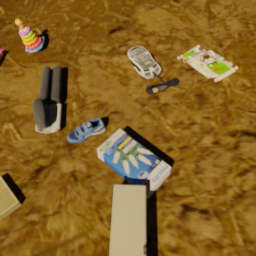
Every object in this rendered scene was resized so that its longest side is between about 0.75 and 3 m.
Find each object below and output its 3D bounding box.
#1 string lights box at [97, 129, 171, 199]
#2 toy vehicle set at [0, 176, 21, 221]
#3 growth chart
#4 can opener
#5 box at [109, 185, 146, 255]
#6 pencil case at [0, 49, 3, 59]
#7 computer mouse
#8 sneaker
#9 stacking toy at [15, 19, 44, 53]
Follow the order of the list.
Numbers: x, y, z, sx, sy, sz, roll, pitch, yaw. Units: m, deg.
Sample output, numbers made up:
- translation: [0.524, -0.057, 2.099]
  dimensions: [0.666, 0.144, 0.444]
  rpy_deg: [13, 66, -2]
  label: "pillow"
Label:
- translation: [0.154, 1.033, 8.377]
  dimensions: [2.020, 0.595, 1.038]
  rpy_deg: [36, 63, 22]
  label: "string lights box"
- translation: [-4.057, 2.276, 7.744]
  dimensions: [1.800, 0.239, 1.118]
  rpy_deg: [-36, 63, -22]
  label: "toy vehicle set"
- translation: [3.181, -2.594, 11.146]
  dimensions: [2.054, 0.182, 1.486]
  rpy_deg: [40, 63, 23]
  label: "growth chart"
- translation: [-2.734, -1.157, 9.639]
  dimensions: [0.800, 1.002, 2.998]
  rpy_deg: [-4, 56, -3]
  label: "can opener"
- translation: [0.005, 2.785, 6.920]
  dimensions: [0.879, 1.057, 2.572]
  rpy_deg: [2, 57, 1]
  label: "box"
- translation: [-5.264, -2.760, 11.115]
  dimensions: [0.392, 0.392, 0.886]
  rpy_deg: [6, 59, 4]
  label: "pencil case"
- translation: [0.799, -2.225, 10.721]
  dimensions: [1.257, 0.503, 2.292]
  rpy_deg: [-28, 66, -12]
  label: "computer mouse"
- translation: [-1.385, 0.063, 9.088]
  dimensions: [1.326, 0.545, 0.490]
  rpy_deg: [-26, 61, -15]
  label: "sneaker"
- translation: [-4.026, -3.751, 11.153]
  dimensions: [0.799, 1.377, 0.756]
  rpy_deg: [-6, 58, 14]
  label: "stacking toy"
